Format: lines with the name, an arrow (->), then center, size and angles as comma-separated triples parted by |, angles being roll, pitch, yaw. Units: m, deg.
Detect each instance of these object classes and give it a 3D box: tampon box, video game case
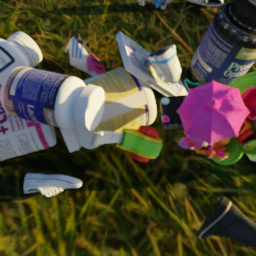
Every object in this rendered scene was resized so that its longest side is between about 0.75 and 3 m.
tampon box -> 1.189, -0.347, 6.460 | 0.869, 0.549, 0.651 | -6, 68, 1
video game case -> 0.716, -1.491, 7.436 | 2.301, 0.207, 1.648 | 27, 33, -34

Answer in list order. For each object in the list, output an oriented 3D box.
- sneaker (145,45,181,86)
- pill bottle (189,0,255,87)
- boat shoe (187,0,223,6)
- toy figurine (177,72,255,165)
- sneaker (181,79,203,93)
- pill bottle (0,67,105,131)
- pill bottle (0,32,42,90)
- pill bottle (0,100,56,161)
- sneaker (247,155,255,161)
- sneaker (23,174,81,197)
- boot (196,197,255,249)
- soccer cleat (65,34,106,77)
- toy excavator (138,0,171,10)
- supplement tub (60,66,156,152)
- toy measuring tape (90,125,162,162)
sneaker -> 0.876, -1.449, 6.661 | 0.743, 0.859, 1.983 | -21, 15, 13
pill bottle -> 2.914, -2.388, 7.756 | 1.597, 2.856, 1.597 | 5, 58, -9
boat shoe -> 3.056, -5.141, 11.142 | 1.457, 0.536, 0.476 | 2, 53, 3
toy figurine -> 1.743, -0.081, 5.448 | 2.174, 2.362, 1.773 | -2, 50, -39
sneaker -> 2.144, -0.996, 8.294 | 1.463, 0.667, 0.567 | 20, 52, 11
pill bottle -> -1.515, -0.578, 5.779 | 1.902, 1.101, 1.101 | 13, 57, 16
pill bottle -> -3.890, -1.642, 8.248 | 1.487, 1.487, 2.678 | 30, 61, 18
pill bottle -> -3.389, 0.068, 7.058 | 2.792, 1.583, 1.583 | -16, 58, -10
sneaker -> 3.783, -0.324, 7.638 | 1.686, 1.075, 2.917 | 2, 49, 9
sneaker -> -1.857, 1.441, 6.854 | 1.454, 0.531, 0.515 | 0, 66, 11
boot -> 1.618, 1.711, 4.493 | 0.826, 1.194, 0.463 | 34, 57, 20
soccer cleat -> -1.399, -2.109, 9.076 | 0.877, 0.709, 2.031 | -43, 61, 21
toy excavator -> 1.059, -5.100, 11.067 | 1.048, 1.019, 0.523 | 25, 56, -18
supplement tub -> -0.676, -0.488, 7.336 | 2.390, 1.737, 1.737 | -22, 59, -14
toy measuring tape -> 0.164, 0.352, 6.083 | 0.867, 2.358, 0.867 | -1, 87, 28
